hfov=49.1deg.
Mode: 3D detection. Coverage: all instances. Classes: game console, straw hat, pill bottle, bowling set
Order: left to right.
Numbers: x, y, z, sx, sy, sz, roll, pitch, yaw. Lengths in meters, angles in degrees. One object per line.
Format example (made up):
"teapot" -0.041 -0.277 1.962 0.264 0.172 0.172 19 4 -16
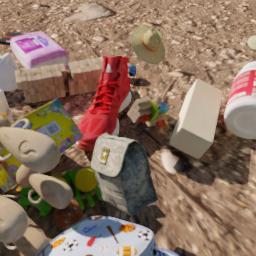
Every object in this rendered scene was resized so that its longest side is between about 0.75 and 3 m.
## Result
"game console" -4.658 -3.641 11.482 0.979 0.152 0.866 10 46 12
"bowling set" -1.647 1.226 4.218 1.317 1.708 2.454 21 78 29
"straw hat" 0.723 -2.591 8.281 1.291 0.546 1.291 10 68 -26
"pill bottle" 3.254 -0.808 7.276 1.173 1.173 2.089 15 48 17

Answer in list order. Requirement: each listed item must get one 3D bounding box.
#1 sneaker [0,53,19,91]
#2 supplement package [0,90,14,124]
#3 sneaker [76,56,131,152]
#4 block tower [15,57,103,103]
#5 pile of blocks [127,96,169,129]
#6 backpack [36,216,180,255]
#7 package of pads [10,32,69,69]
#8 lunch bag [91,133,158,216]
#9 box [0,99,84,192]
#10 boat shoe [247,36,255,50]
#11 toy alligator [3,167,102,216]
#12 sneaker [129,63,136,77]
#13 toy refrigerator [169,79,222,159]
"sneaker" -4.800 -1.908 8.577 2.918 1.291 1.098 0 42 1
"supplement package" -3.335 -0.213 6.707 0.649 1.170 0.912 5 41 6
"sneaker" -0.646 -0.850 7.043 1.122 1.654 2.864 6 39 10
"block tower" -1.848 -1.459 8.458 2.802 0.810 0.757 -11 41 -16
"pile of blocks" 0.706 -0.306 6.746 1.719 0.706 0.534 5 46 -58
"backpack" -0.422 2.089 3.523 1.923 1.556 2.019 -11 9 46
"package of pads" -3.092 -2.546 9.672 1.298 0.815 2.155 -24 46 -26
"lunch bag" -0.124 0.658 4.384 0.657 1.117 0.916 -22 15 -31
"box" -1.965 0.391 5.612 1.546 1.489 0.943 -37 93 -35
"boat shoe" 5.162 -3.134 10.677 0.432 0.504 1.379 14 21 -35
"toy alligator" -1.402 1.315 5.356 2.815 0.835 0.764 -15 86 -8
"sneaker" -0.330 -1.807 9.148 1.206 0.398 0.473 -3 72 13
"toy refrigerator" 1.724 -0.275 7.008 0.787 0.725 2.073 27 46 0
